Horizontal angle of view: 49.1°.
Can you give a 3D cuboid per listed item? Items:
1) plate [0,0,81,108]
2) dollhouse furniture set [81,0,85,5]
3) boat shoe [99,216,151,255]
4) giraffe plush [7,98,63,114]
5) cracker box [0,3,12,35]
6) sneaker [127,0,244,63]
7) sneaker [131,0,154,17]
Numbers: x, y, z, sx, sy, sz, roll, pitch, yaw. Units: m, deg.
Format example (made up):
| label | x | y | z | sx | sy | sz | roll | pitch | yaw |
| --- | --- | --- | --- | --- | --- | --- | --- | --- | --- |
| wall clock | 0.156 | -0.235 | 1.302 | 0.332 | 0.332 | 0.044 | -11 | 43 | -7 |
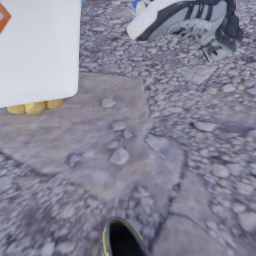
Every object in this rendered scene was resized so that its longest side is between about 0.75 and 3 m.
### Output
| label | x | y | z | sx | sy | sz | roll | pitch | yaw |
| --- | --- | --- | --- | --- | --- | --- | --- | --- | --- |
| plate | -2.181 | -1.570 | 4.610 | 2.816 | 2.810 | 0.455 | -13 | 45 | -26 |
| dollhouse furniture set | -1.879 | -2.836 | 6.275 | 1.969 | 1.285 | 1.858 | -44 | 24 | 16 |
| boat shoe | 0.136 | 2.316 | 4.025 | 0.784 | 0.662 | 2.200 | -17 | 44 | -19 |
| giraffe plush | -2.710 | -1.487 | 7.681 | 1.624 | 1.527 | 1.883 | -18 | 45 | -19 |
| cracker box | -1.971 | -1.032 | 2.521 | 1.439 | 0.415 | 0.964 | 28 | 84 | 4 |
| sneaker | 1.307 | -1.904 | 5.410 | 2.642 | 1.503 | 0.997 | -32 | 8 | -25 |
| sneaker | 0.774 | -3.859 | 8.367 | 0.911 | 1.303 | 2.256 | -39 | 43 | -3 |
